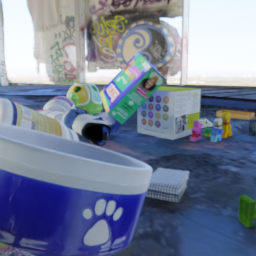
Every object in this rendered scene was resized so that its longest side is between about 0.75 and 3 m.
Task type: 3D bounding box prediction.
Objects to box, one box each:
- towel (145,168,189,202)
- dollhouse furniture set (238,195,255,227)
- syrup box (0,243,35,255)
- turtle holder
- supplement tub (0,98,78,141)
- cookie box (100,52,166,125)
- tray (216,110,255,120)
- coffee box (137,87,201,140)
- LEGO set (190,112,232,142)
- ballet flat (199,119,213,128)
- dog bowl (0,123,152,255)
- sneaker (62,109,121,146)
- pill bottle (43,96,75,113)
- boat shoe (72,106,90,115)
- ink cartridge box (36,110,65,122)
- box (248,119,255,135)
[{"bbox_3d":[0.812,1.205,5.924,0.781,0.404,0.944,4,14,24],"label":"towel"},{"bbox_3d":[2.316,1.460,4.516,0.597,0.458,0.912,-3,12,-15],"label":"dollhouse furniture set"},{"bbox_3d":[-1.208,1.650,2.094,2.708,1.103,1.066,7,13,25],"label":"syrup box"},{"bbox_3d":[-2.550,-1.464,14.970,1.973,1.844,2.597,11,16,41],"label":"turtle holder"},{"bbox_3d":[-2.261,0.314,6.354,1.435,1.435,1.988,12,-9,45],"label":"supplement tub"},{"bbox_3d":[0.078,-1.543,10.630,0.867,2.306,1.973,37,15,-29],"label":"cookie box"},{"bbox_3d":[5.779,-0.703,15.096,1.743,0.323,0.860,11,16,38],"label":"tray"},{"bbox_3d":[1.638,-0.700,11.348,1.854,1.837,1.857,11,17,43],"label":"coffee box"},{"bbox_3d":[3.403,-0.127,10.746,0.911,0.980,2.389,12,17,41],"label":"LEGO set"},{"bbox_3d":[3.375,-0.198,12.521,1.211,0.434,0.434,-8,14,-36],"label":"ballet flat"},{"bbox_3d":[-1.142,0.746,4.187,2.832,1.115,2.832,16,-2,1],"label":"dog bowl"},{"bbox_3d":[-0.999,0.094,10.077,1.447,1.012,2.506,36,19,35],"label":"sneaker"},{"bbox_3d":[-3.056,-0.649,12.360,1.331,1.331,2.370,-1,11,-7],"label":"pill bottle"},{"bbox_3d":[-1.801,-0.445,11.110,0.631,0.528,1.765,36,-17,17],"label":"boat shoe"},{"bbox_3d":[-2.946,-0.116,10.571,1.370,1.003,0.567,9,20,36],"label":"ink cartridge box"},{"bbox_3d":[5.275,-0.026,11.225,0.786,0.584,0.421,5,13,25],"label":"box"}]
